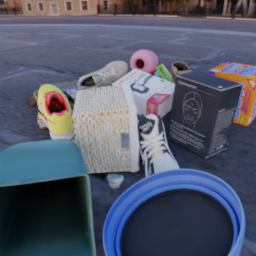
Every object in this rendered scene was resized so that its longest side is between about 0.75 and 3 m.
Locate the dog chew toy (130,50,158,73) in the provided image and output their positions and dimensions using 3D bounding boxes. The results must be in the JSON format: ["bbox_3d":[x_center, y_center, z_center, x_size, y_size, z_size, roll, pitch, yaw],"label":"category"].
[{"bbox_3d":[1.170,-4.176,17.769,1.585,1.585,2.545,11,22,21],"label":"dog chew toy"}]

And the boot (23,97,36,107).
[{"bbox_3d":[-4.413,-1.423,13.291,0.868,0.279,0.809,-39,62,-21],"label":"boot"}]

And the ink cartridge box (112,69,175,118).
[{"bbox_3d":[0.659,-1.326,11.026,2.182,0.920,1.579,27,48,27],"label":"ink cartridge box"}]

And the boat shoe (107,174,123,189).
[{"bbox_3d":[-0.318,1.404,7.238,0.370,0.336,1.005,-8,-2,-9],"label":"boat shoe"}]

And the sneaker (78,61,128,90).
[{"bbox_3d":[-1.115,-2.217,12.396,2.444,0.925,1.124,-26,10,3],"label":"sneaker"}]

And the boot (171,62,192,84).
[{"bbox_3d":[2.164,-1.764,12.077,1.031,2.147,2.936,-18,25,-13],"label":"boot"}]

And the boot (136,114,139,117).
[{"bbox_3d":[0.193,-0.634,11.713,1.108,0.528,1.432,9,24,32],"label":"boot"}]

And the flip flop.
[{"bbox_3d":[-2.917,-1.201,12.261,2.795,0.805,1.134,24,34,22],"label":"flip flop"}]

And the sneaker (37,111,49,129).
[{"bbox_3d":[-3.158,-0.173,10.975,0.537,0.567,1.379,7,18,-39],"label":"sneaker"}]

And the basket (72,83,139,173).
[{"bbox_3d":[-0.677,-0.032,8.848,1.802,2.221,2.241,-4,28,-3],"label":"basket"}]

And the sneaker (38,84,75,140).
[{"bbox_3d":[-2.628,-0.890,10.163,1.141,1.318,2.919,-19,47,-19],"label":"sneaker"}]

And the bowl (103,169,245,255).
[{"bbox_3d":[0.887,2.015,5.774,2.865,0.562,2.865,-17,29,9],"label":"bowl"}]

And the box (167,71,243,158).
[{"bbox_3d":[2.484,-0.510,9.425,1.265,2.362,1.753,-17,34,-37],"label":"box"}]

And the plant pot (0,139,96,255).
[{"bbox_3d":[-1.949,1.411,6.448,2.027,2.028,2.869,-6,20,-11],"label":"plant pot"}]

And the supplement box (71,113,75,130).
[{"bbox_3d":[-2.084,-0.223,10.984,1.094,0.565,0.716,-2,28,-5],"label":"supplement box"}]

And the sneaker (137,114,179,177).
[{"bbox_3d":[0.696,0.460,8.192,1.020,1.662,2.555,-20,27,12],"label":"sneaker"}]

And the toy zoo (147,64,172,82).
[{"bbox_3d":[1.374,-2.118,13.665,2.149,0.220,1.410,-35,87,-31],"label":"toy zoo"}]

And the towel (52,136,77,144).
[{"bbox_3d":[-2.204,0.706,9.432,1.107,0.288,1.670,-2,26,2],"label":"towel"}]

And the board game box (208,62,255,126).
[{"bbox_3d":[4.637,-1.545,12.019,1.956,1.956,1.958,21,34,34],"label":"board game box"}]

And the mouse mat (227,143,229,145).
[{"bbox_3d":[3.120,0.485,10.208,0.898,0.034,0.723,-4,28,-10],"label":"mouse mat"}]

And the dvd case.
[{"bbox_3d":[-3.070,-1.897,14.301,2.664,0.213,1.981,-10,37,-18],"label":"dvd case"}]
